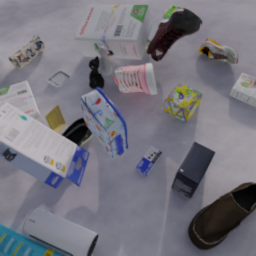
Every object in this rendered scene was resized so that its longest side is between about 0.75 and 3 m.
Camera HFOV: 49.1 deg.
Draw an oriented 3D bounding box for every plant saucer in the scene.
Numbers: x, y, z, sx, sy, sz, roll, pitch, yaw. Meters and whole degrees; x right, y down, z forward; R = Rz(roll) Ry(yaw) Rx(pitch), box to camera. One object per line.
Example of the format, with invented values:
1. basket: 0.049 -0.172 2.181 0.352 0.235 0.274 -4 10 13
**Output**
1. plant saucer: -2.425 -0.259 9.234 0.192 0.793 0.793 -5 29 20

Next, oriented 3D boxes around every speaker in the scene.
1. speaker: -1.809 2.890 7.635 1.942 0.788 0.788 19 58 12

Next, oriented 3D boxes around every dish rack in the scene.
1. dish rack: -2.795 -1.950 11.338 0.681 0.173 0.794 32 61 21

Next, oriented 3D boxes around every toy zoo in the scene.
1. toy zoo: 2.578 -5.613 13.873 1.403 0.144 0.920 28 60 18

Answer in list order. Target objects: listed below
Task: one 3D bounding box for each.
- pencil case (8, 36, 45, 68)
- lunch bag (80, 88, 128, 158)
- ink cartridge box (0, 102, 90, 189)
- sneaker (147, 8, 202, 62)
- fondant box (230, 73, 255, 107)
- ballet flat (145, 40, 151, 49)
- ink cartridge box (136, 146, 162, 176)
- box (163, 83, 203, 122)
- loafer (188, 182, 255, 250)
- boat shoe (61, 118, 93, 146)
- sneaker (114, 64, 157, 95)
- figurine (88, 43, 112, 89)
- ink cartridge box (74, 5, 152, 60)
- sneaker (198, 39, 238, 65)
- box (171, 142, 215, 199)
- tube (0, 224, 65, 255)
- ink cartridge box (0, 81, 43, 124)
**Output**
1. pencil case: -4.289 -3.204 11.864 0.637 0.732 1.637 28 61 17
2. lunch bag: -0.612 -0.055 8.056 0.775 2.050 1.643 -35 65 -14
3. ink cartridge box: -2.523 0.555 7.762 2.909 0.610 1.736 31 23 -14
4. sneaker: 1.586 -3.279 10.544 1.123 2.969 1.715 30 91 -14
5. fondant box: 4.838 -1.405 10.814 1.435 0.418 1.035 30 61 18
6. ballet flat: 0.271 -3.915 12.521 2.060 0.695 0.642 41 93 28
7. ink cartridge box: 0.693 1.075 9.208 0.441 0.207 0.938 31 62 15
8. box: 2.013 -0.952 10.360 1.015 0.643 1.054 30 61 19
9. loafer: 2.800 2.306 7.913 2.741 0.978 1.000 -33 62 -21
10. boat shoe: -2.057 0.571 9.289 0.852 0.730 2.329 32 63 19
11. sneaker: 0.223 -1.681 9.998 1.479 1.065 2.829 -10 15 3
12. figurine: -1.089 -2.452 10.947 0.610 1.382 1.416 17 57 11
13. ink cartridge box: -0.589 -4.028 11.711 2.731 1.147 1.978 8 66 19
14. sneaker: 3.814 -3.100 11.885 0.752 0.712 1.830 -42 56 -20
15. box: 1.947 1.295 8.463 0.720 1.227 1.206 28 60 18
16. tube: -2.667 3.389 7.478 2.344 0.591 0.908 24 77 11
17. ink cartridge box: -3.982 -0.741 10.167 1.237 0.717 1.709 -21 58 -14
